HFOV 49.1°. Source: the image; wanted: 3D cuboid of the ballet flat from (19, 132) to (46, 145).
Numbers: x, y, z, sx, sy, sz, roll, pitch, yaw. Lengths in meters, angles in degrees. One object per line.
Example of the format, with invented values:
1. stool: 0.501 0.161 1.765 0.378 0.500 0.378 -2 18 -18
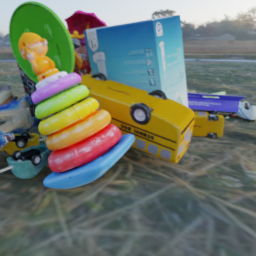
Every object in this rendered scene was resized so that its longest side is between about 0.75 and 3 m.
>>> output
1. ballet flat: -2.452 0.289 7.022 1.132 0.400 0.400 9 19 22

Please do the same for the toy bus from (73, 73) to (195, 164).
1. toy bus: -0.054 -0.320 6.079 2.831 1.108 0.921 20 35 23

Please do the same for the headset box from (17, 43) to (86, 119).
1. headset box: -2.232 -1.450 8.601 1.777 2.388 0.922 -28 42 -35

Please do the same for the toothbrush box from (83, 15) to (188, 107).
1. toothbrush box: 0.266 -1.146 7.048 2.106 2.876 1.227 6 25 39

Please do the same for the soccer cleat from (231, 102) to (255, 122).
1. soccer cleat: 3.879 -0.652 9.723 0.501 0.619 1.434 -6 18 -26

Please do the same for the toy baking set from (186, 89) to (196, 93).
1. toy baking set: 1.919 -1.523 12.310 2.316 0.270 1.778 7 16 15

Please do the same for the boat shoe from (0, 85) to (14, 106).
1. boat shoe: -3.642 -0.165 7.138 1.066 1.011 2.815 -8 28 15

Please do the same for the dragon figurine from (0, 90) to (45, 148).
1. dragon figurine: -2.647 -0.089 5.536 1.486 0.880 2.990 -24 13 -38

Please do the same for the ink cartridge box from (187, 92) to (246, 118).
1. ink cartridge box: 2.286 -0.623 8.474 1.840 0.403 1.857 4 -9 0

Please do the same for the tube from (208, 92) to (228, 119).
1. tube: 2.189 -0.768 9.808 2.565 0.744 0.666 -2 28 0

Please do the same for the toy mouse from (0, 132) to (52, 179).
1. toy mouse: -2.426 0.668 5.512 2.520 0.488 2.240 -6 18 -14

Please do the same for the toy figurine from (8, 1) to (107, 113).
1. toy figurine: -1.376 -2.043 7.378 1.954 2.602 2.395 2 27 33

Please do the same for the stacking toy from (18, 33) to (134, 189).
1. stacking toy: -1.182 -0.421 5.047 1.565 2.696 1.480 -21 11 29

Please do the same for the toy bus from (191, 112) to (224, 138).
1. toy bus: 1.729 -0.128 8.043 1.868 0.608 0.731 2 16 9
